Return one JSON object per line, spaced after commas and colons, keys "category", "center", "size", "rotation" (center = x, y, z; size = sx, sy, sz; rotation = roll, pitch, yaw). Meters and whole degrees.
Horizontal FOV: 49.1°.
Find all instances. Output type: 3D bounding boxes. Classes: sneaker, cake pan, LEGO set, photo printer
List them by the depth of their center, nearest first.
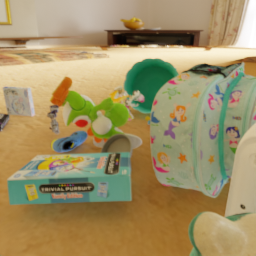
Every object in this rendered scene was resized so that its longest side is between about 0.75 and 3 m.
{"category": "photo printer", "center": [2.135, 0.735, 4.217], "size": [0.692, 1.992, 1.658], "rotation": [20, 27, 40]}
{"category": "cake pan", "center": [-0.262, 0.564, 6.572], "size": [0.889, 0.889, 0.163], "rotation": [20, -14, 43]}
{"category": "sneaker", "center": [-1.427, 0.381, 7.354], "size": [0.474, 0.398, 1.209], "rotation": [10, 19, 35]}
{"category": "sneaker", "center": [-0.243, 0.241, 7.715], "size": [1.327, 0.469, 0.658], "rotation": [1, 25, 14]}
{"category": "LEGO set", "center": [-0.186, -0.812, 9.742], "size": [1.020, 0.826, 2.218], "rotation": [-37, 21, -8]}

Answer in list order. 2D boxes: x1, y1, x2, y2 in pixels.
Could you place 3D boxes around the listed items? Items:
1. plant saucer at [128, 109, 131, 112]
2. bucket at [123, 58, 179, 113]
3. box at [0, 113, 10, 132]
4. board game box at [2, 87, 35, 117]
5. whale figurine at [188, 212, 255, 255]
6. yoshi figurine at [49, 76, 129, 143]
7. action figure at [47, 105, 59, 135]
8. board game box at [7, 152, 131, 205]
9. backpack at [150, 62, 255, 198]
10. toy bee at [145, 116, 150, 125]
{"category": "plant saucer", "center": [-0.291, -0.673, 10.715], "size": [0.777, 0.125, 0.777], "rotation": [-1, 21, 0]}
{"category": "bucket", "center": [0.888, -1.488, 10.151], "size": [2.040, 2.040, 1.327], "rotation": [3, 4, 9]}
{"category": "box", "center": [-4.638, -0.263, 8.979], "size": [1.373, 0.248, 0.982], "rotation": [8, 23, -10]}
{"category": "board game box", "center": [-3.960, -0.956, 10.147], "size": [1.028, 1.033, 0.224], "rotation": [6, 24, 14]}
{"category": "whale figurine", "center": [0.775, 1.671, 2.425], "size": [2.363, 1.880, 1.226], "rotation": [-13, -6, -29]}
{"category": "yoshi figurine", "center": [-0.814, -0.503, 6.955], "size": [2.056, 1.151, 1.155], "rotation": [36, 28, -13]}
{"category": "action figure", "center": [-2.218, -0.220, 8.290], "size": [0.361, 0.678, 1.042], "rotation": [-1, 39, -15]}
{"category": "board game box", "center": [-0.951, 0.883, 5.271], "size": [2.004, 0.470, 1.513], "rotation": [-3, 10, 0]}
{"category": "backpack", "center": [1.646, 0.025, 5.610], "size": [2.042, 2.408, 2.712], "rotation": [11, 27, 40]}
{"category": "toy bee", "center": [0.798, -0.292, 9.110], "size": [0.544, 0.452, 0.832], "rotation": [7, 24, -30]}
